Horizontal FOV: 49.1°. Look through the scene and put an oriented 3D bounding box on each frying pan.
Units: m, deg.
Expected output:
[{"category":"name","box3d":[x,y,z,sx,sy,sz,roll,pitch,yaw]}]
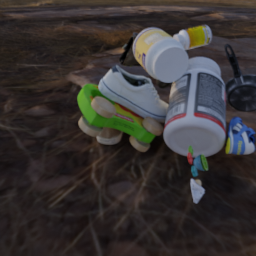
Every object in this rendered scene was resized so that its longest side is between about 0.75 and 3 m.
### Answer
[{"category":"frying pan","box3d":[3.681,-1.369,8.590,1.511,2.498,0.407,7,49,22]}]

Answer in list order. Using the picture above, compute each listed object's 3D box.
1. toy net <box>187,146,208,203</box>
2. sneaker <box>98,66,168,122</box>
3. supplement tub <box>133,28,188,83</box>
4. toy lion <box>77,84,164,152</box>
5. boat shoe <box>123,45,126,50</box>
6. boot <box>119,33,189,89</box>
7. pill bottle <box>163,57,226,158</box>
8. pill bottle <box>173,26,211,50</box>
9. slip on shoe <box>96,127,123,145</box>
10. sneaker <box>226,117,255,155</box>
[{"category":"toy net","box3d":[1.660,1.087,6.670,0.286,0.777,1.480,-15,33,24]},{"category":"sneaker","box3d":[0.462,-0.965,8.388,2.678,0.948,0.978,21,38,-30]},{"category":"supplement tub","box3d":[0.971,-2.221,8.547,1.263,1.263,1.737,-8,35,-15]},{"category":"toy lion","box3d":[-0.306,-0.615,8.573,2.779,0.954,2.664,19,28,-35]},{"category":"boat shoe","box3d":[0.060,-3.160,11.244,0.302,0.321,0.893,52,19,11]},{"category":"boot","box3d":[0.836,-2.683,11.394,2.518,2.892,1.001,-2,59,-17]},{"category":"pill bottle","box3d":[2.044,-0.701,8.353,1.656,1.656,2.859,7,52,12]},{"category":"pill bottle","box3d":[2.049,-2.882,9.019,1.135,0.620,0.620,-17,33,-13]},{"category":"slip on shoe","box3d":[-0.546,-0.545,9.704,1.115,0.889,2.934,4,30,6]},{"category":"sneaker","box3d":[3.115,0.237,7.749,0.715,0.643,1.739,5,29,20]}]
